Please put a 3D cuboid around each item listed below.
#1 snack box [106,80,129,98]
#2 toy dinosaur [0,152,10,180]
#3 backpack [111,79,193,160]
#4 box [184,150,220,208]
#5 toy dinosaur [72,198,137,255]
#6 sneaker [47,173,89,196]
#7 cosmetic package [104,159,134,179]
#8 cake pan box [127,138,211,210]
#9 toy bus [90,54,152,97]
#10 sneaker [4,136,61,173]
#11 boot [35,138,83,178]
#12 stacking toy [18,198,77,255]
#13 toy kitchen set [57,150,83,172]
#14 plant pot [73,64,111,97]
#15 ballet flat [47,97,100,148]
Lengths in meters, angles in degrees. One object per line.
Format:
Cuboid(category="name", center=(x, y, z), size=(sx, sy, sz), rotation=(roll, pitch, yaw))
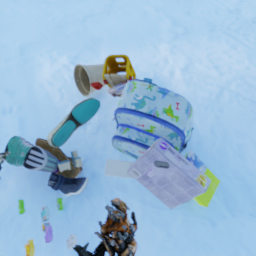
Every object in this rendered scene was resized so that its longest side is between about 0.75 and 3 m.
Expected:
Cuboid(category="snack box", center=(-0.270, -1.440, 10.434), size=(1.179, 0.424, 0.143), rotation=(-17, 53, 44))
Cuboid(category="toy dinosaur", center=(-4.102, 1.163, 8.640), size=(0.602, 1.564, 0.800), rotation=(28, 23, -12))
Cuboid(category="backpack", center=(0.776, -0.011, 9.438), size=(2.733, 2.987, 2.195), rotation=(20, 70, 11))
Cuboid(category="box", center=(2.137, 1.612, 8.909), size=(1.065, 1.747, 0.416), rotation=(-55, 24, -21))
Cuboid(category="toy dinosaur", center=(-0.248, 2.902, 6.700), size=(1.583, 1.192, 2.333), rotation=(-25, 93, -41))
Cuboid(category="sneaker", center=(-1.974, 1.719, 8.930), size=(0.994, 1.375, 0.523), rotation=(39, 44, -24))
Cuboid(category="cosmetic package", center=(-0.075, 1.426, 9.522), size=(1.430, 0.807, 0.580), rotation=(6, 79, -2))
Cuboid(category="cake pan box", center=(1.021, 1.345, 7.717), size=(1.743, 1.893, 0.495), rotation=(41, 53, 4))
Cuboid(category="toy bus", center=(-0.201, -1.974, 11.013), size=(2.082, 2.207, 1.140), rotation=(16, 71, -29))
Cuboid(category="sneaker", center=(-3.201, 1.009, 9.355), size=(2.605, 1.140, 0.969), rotation=(16, 79, 46))
Cuboid(category="boot", center=(-2.624, 1.120, 9.890), size=(2.031, 0.748, 0.766), rotation=(35, 61, 10))
Cuboid(category="stacking toy", center=(-2.432, 2.849, 8.367), size=(1.400, 0.436, 1.857), rotation=(8, 38, -37))
Cuboid(category="toy kitchen set", center=(-1.914, 1.058, 8.992), size=(0.738, 0.921, 0.543), rotation=(-14, 87, -18))
Cuboid(category="plant pot", center=(-1.486, -2.226, 12.367), size=(1.322, 1.444, 1.444), rotation=(-23, 54, -34))
Cuboid(category="ballet flat", center=(-1.929, -0.280, 9.623), size=(2.274, 0.767, 0.709), rotation=(-45, 32, -19))
